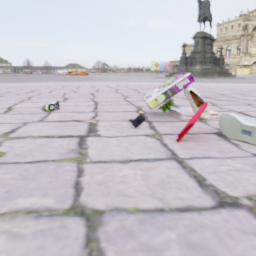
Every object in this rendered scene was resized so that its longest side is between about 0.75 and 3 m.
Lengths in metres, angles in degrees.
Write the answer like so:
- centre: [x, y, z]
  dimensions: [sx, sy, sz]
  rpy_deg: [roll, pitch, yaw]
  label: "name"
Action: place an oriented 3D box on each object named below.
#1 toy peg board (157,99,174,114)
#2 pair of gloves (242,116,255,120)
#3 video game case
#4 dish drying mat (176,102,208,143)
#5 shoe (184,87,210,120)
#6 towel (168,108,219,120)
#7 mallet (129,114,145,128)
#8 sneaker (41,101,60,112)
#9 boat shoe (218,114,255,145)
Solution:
- centre: [1.901, -1.013, 13.400]
  dimensions: [0.781, 0.382, 0.778]
  rpy_deg: [-37, -8, 20]
  label: "toy peg board"
- centre: [4.904, -0.156, 10.888]
  dimensions: [1.255, 0.259, 1.476]
  rpy_deg: [11, 18, 29]
  label: "pair of gloves"
- centre: [1.778, -1.766, 13.092]
  dimensions: [2.292, 0.453, 2.528]
  rpy_deg: [-33, 11, 6]
  label: "video game case"
- centre: [2.149, -0.246, 9.260]
  dimensions: [0.203, 0.856, 2.228]
  rpy_deg: [41, 34, 7]
  label: "dish drying mat"
- centre: [3.015, -1.024, 12.121]
  dimensions: [0.609, 1.743, 0.465]
  rpy_deg: [-40, 14, -2]
  label: "shoe"
- centre: [3.076, -0.728, 13.512]
  dimensions: [1.858, 0.314, 1.945]
  rpy_deg: [-2, 13, -12]
  label: "towel"
- centre: [0.198, -0.237, 11.148]
  dimensions: [0.525, 0.328, 1.593]
  rpy_deg: [-42, 11, -14]
  label: "mallet"
- centre: [-4.224, -1.201, 15.332]
  dimensions: [0.589, 0.538, 1.456]
  rpy_deg: [0, 10, 16]
  label: "sneaker"
- centre: [3.783, 0.082, 8.780]
  dimensions: [0.773, 0.757, 2.169]
  rpy_deg: [2, 16, -26]
  label: "boat shoe"
